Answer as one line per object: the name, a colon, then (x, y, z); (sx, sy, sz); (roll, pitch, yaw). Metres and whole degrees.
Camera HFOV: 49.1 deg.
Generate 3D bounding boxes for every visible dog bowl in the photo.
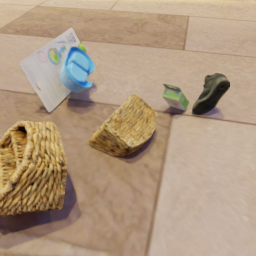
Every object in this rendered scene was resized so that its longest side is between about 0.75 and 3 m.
dog bowl: (-1.522, -1.705, 8.293); (0.951, 0.423, 1.706); (34, 36, -29)

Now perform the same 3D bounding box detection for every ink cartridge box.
ink cartridge box: (1.310, -0.864, 7.919); (0.521, 1.003, 0.298); (21, 82, 32)

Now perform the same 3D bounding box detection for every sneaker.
sneaker: (2.288, -0.997, 7.941); (0.511, 1.336, 0.765); (22, 35, -14)

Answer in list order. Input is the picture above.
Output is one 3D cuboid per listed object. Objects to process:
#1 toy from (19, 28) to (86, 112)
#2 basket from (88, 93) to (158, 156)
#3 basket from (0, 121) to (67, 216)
toy: (-2.260, -1.876, 8.835); (0.655, 1.597, 2.773); (-5, 34, 34)
basket: (-0.053, 0.073, 7.218); (1.093, 1.141, 1.532); (43, 48, -2)
basket: (-2.041, 0.601, 5.314); (1.390, 1.331, 1.865); (0, 24, -25)
